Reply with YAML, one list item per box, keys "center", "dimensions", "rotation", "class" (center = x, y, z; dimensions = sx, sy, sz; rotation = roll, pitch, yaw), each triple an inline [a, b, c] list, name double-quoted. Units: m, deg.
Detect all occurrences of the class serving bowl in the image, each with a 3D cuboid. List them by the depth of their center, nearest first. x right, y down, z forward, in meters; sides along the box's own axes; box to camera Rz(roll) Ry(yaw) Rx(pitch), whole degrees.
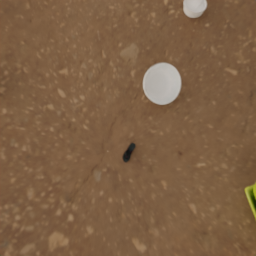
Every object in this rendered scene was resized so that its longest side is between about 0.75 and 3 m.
- center: [1.211, -1.664, 10.626]
  dimensions: [1.542, 0.507, 1.542]
  rotation: [-4, 100, -22]
  class: "serving bowl"

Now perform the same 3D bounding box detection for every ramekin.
- center: [2.849, -5.211, 12.089]
  dimensions: [0.987, 0.460, 0.987]
  rotation: [0, 70, 0]
  class: "ramekin"

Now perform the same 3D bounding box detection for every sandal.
- center: [0.012, 0.878, 10.127]
  dimensions: [0.289, 0.184, 0.768]
  rotation: [23, 76, 12]
  class: "sandal"

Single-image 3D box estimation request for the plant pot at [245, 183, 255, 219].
- center: [5.245, 2.497, 8.449]
  dimensions: [2.540, 2.317, 2.553]
  rotation: [-15, 72, -6]
  class: "plant pot"
